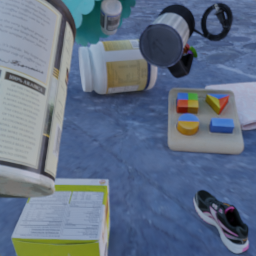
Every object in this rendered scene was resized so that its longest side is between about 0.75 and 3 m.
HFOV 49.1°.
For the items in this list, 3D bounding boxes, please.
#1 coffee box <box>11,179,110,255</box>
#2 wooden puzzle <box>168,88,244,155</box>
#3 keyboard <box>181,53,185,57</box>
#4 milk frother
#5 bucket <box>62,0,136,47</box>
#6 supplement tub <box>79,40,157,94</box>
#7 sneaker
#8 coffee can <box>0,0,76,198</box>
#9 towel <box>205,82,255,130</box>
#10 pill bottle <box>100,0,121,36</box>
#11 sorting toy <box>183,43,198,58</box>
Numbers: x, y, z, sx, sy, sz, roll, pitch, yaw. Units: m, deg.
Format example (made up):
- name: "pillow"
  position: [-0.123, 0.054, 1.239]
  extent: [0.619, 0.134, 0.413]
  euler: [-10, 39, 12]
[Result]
- name: "coffee box"
  position: [-0.968, 1.694, 4.585]
  extent: [1.246, 1.244, 1.232]
  euler: [1, 33, 1]
- name: "wooden puzzle"
  position: [2.102, -0.330, 7.766]
  extent: [1.949, 0.487, 2.104]
  euler: [3, 55, 5]
- name: "keyboard"
  position: [2.219, -3.469, 13.597]
  extent: [1.406, 0.535, 2.702]
  euler: [-16, 30, 18]
- name: "milk frother"
  position: [1.580, -2.553, 7.470]
  extent: [1.786, 1.979, 1.862]
  euler: [42, 41, -11]
- name: "bucket"
  position: [-0.977, -3.453, 7.630]
  extent: [2.148, 2.148, 1.398]
  euler: [-32, 84, -40]
- name: "supplement tub"
  position: [-0.415, -2.190, 10.090]
  extent: [2.549, 1.841, 1.841]
  euler: [-7, 33, -12]
- name: "sneaker"
  position: [1.809, 1.611, 5.326]
  extent: [0.558, 0.600, 1.390]
  euler: [-14, 35, -23]
- name: "coffee can"
  position: [-1.609, -0.420, 3.447]
  extent: [1.687, 1.687, 2.305]
  euler: [1, 68, 2]
- name: "towel"
  position: [4.144, -0.815, 9.310]
  extent: [2.425, 0.409, 2.539]
  euler: [-6, 33, -10]
- name: "pill bottle"
  position: [-0.494, -2.996, 7.632]
  extent: [0.548, 0.963, 0.548]
  euler: [2, 73, -7]
- name: "sorting toy"
  position: [2.119, -2.658, 9.960]
  extent: [0.361, 0.529, 0.880]
  euler: [-31, 37, 3]
